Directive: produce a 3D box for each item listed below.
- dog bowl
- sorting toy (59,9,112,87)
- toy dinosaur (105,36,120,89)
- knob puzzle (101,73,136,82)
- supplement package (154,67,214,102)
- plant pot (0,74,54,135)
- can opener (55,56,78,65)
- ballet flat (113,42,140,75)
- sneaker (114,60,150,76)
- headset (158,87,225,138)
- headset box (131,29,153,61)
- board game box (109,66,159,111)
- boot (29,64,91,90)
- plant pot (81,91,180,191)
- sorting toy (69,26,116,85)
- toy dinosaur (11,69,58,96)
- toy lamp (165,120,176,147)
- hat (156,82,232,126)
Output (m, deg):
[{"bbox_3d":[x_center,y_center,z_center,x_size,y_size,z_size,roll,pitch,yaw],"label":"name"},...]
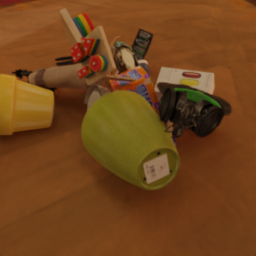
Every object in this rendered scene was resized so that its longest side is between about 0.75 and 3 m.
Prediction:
[{"bbox_3d":[-0.936,-0.581,8.946,0.463,1.579,1.579,1,30,-30],"label":"dog bowl"},{"bbox_3d":[-1.472,-3.028,10.963,0.919,2.639,2.623,-30,-2,-7],"label":"sorting toy"},{"bbox_3d":[-0.704,-2.455,9.755,0.604,2.075,1.049,7,-8,3],"label":"toy dinosaur"},{"bbox_3d":[-0.376,-1.509,8.254,1.268,0.176,1.268,6,5,-1],"label":"knob puzzle"},{"bbox_3d":[2.135,-1.452,10.539,1.958,1.073,1.114,11,73,22],"label":"supplement package"},{"bbox_3d":[-3.491,-0.701,9.302,1.828,1.943,1.943,4,30,-24],"label":"plant pot"},{"bbox_3d":[-3.005,-3.614,14.898,1.752,0.689,0.555,-20,77,-22],"label":"can opener"},{"bbox_3d":[0.186,-1.863,10.245,1.016,2.737,1.016,-30,10,6],"label":"ballet flat"},{"bbox_3d":[0.134,-1.864,11.374,1.757,0.708,1.287,-22,60,35],"label":"sneaker"},{"bbox_3d":[1.410,-0.479,6.282,1.506,1.146,2.439,24,33,13],"label":"headset"},{"bbox_3d":[0.495,-3.595,13.307,0.727,1.365,1.568,23,78,0],"label":"headset box"},{"bbox_3d":[0.198,-1.151,9.328,1.195,1.196,1.195,-24,31,-1],"label":"board game box"},{"bbox_3d":[-2.515,-1.762,10.151,2.058,0.989,2.815,-9,13,-14],"label":"boot"},{"bbox_3d":[0.189,0.452,6.855,2.149,2.149,2.297,-14,29,-19],"label":"plant pot"},{"bbox_3d":[-0.965,-1.803,7.131,0.396,1.137,1.131,-15,-5,-45],"label":"sorting toy"},{"bbox_3d":[-3.969,-1.874,11.925,1.663,1.251,2.450,-12,14,-43],"label":"toy dinosaur"},{"bbox_3d":[1.311,0.182,9.048,0.531,0.531,1.825,4,33,7],"label":"toy lamp"},{"bbox_3d":[1.927,-0.621,8.852,2.424,0.978,2.424,14,23,-6],"label":"hat"}]
